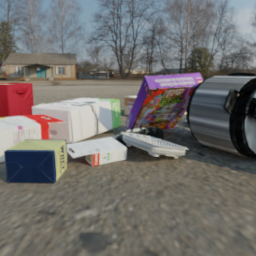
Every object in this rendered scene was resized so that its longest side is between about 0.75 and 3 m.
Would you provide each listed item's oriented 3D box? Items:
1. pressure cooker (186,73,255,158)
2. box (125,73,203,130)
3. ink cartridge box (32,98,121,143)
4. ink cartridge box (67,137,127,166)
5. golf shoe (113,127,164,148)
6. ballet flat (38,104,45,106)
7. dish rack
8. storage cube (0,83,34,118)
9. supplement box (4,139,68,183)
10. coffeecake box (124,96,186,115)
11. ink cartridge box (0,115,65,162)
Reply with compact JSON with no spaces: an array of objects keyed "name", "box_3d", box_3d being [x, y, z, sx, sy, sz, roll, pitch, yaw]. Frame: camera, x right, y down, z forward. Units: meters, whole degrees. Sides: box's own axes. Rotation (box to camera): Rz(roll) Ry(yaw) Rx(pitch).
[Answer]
[{"name":"pressure cooker","box_3d":[3.308,-0.328,8.022,2.300,2.336,2.616,-25,22,-24]},{"name":"box","box_3d":[1.185,-0.780,9.965,1.975,0.564,2.886,-7,-27,-18]},{"name":"ink cartridge box","box_3d":[-1.894,-0.395,10.688,2.020,1.166,2.776,6,15,33]},{"name":"ink cartridge box","box_3d":[-0.900,0.658,7.499,1.539,0.387,0.838,-9,24,-31]},{"name":"golf shoe","box_3d":[0.323,0.254,9.088,1.737,0.675,0.821,-3,11,-24]},{"name":"ballet flat","box_3d":[-5.101,-1.162,16.435,0.507,0.522,1.468,27,13,1]},{"name":"dish rack","box_3d":[0.677,0.498,7.763,1.394,0.354,1.624,10,4,-40]},{"name":"storage cube","box_3d":[-5.955,-1.303,13.933,2.030,1.825,1.735,6,12,22]},{"name":"supplement box","box_3d":[-2.071,0.738,6.485,1.089,0.731,1.088,0,11,2]},{"name":"coffeecake box","box_3d":[1.583,-1.242,15.540,2.905,1.061,2.229,-9,14,-37]},{"name":"ink cartridge box","box_3d":[-3.414,0.258,8.229,2.764,0.930,1.606,-10,18,-41]}]
